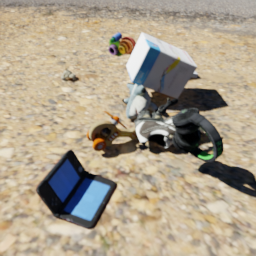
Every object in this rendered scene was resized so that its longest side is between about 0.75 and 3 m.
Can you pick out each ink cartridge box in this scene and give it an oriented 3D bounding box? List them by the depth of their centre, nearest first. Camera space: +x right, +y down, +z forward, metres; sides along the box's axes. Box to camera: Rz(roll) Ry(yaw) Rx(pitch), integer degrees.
[{"bbox_3d":[1.410,-2.701,12.275,2.351,1.717,1.725,16,32,-20],"label":"ink cartridge box"}]

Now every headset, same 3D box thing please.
[{"bbox_3d":[1.877,-0.052,8.436,1.184,1.556,2.519,-35,49,-20],"label":"headset"}]

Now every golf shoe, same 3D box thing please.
[{"bbox_3d":[1.630,0.187,10.141,2.811,1.093,1.328,1,59,-5],"label":"golf shoe"}]

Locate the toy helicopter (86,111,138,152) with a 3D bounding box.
[{"bbox_3d":[-0.420,0.086,9.930,2.001,1.323,0.789,2,32,-32],"label":"toy helicopter"}]

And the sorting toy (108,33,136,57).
[{"bbox_3d":[-0.473,-3.810,13.186,1.837,1.104,0.754,3,37,48],"label":"sorting toy"}]

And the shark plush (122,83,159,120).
[{"bbox_3d":[0.194,-1.476,12.352,1.240,1.353,2.978,-32,43,9],"label":"shark plush"}]

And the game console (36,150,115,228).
[{"bbox_3d":[-1.401,1.635,7.917,1.064,1.545,1.793,-13,27,31],"label":"game console"}]

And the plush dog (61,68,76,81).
[{"bbox_3d":[-3.019,-2.732,14.517,0.648,0.606,0.755,32,41,3],"label":"plush dog"}]

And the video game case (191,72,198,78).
[{"bbox_3d":[2.303,-3.443,15.233,2.227,0.281,2.444,4,33,-20],"label":"video game case"}]
